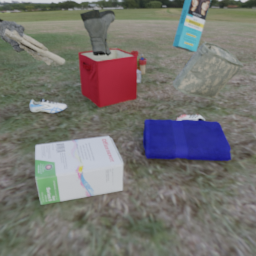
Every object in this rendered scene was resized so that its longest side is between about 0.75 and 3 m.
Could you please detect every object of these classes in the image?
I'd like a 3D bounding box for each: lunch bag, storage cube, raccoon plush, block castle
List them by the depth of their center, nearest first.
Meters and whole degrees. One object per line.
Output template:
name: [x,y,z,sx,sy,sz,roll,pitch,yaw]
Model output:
lunch bag: [1.601,-1.213,5.914,1.263,1.036,0.743,2,47,-43]
raccoon plush: [-3.889,-2.951,8.877,1.563,0.756,1.048,12,29,-37]
storage cube: [-1.020,-2.538,13.781,2.474,2.224,2.115,-17,32,-28]
block castle: [-0.004,-4.479,18.541,1.916,1.345,2.868,-5,28,-9]

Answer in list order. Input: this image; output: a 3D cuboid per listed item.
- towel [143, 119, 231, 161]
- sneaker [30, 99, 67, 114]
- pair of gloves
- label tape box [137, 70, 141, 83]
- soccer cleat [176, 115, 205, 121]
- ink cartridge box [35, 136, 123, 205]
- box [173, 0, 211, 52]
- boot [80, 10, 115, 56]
towel: [1.923,0.464,9.714,2.803,0.695,2.070,1,34,2]
sneaker: [-3.589,-0.993,12.560,1.637,0.593,0.588,0,26,-3]
pair of gloves: [-2.772,-2.271,8.115,1.569,0.323,1.845,31,-3,-36]
label tape box: [-0.551,-3.067,16.468,2.204,0.728,1.579,-8,28,-19]
soccer cleat: [2.523,-0.284,11.353,1.269,0.436,0.541,-7,24,-24]
ink cartridge box: [-1.401,1.123,7.962,2.259,0.988,1.641,-9,29,-14]
box: [2.742,-4.534,12.052,0.951,2.310,0.568,10,11,-21]
boot: [-1.119,-3.946,11.838,0.928,1.791,2.742,-8,19,20]
